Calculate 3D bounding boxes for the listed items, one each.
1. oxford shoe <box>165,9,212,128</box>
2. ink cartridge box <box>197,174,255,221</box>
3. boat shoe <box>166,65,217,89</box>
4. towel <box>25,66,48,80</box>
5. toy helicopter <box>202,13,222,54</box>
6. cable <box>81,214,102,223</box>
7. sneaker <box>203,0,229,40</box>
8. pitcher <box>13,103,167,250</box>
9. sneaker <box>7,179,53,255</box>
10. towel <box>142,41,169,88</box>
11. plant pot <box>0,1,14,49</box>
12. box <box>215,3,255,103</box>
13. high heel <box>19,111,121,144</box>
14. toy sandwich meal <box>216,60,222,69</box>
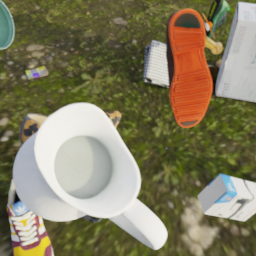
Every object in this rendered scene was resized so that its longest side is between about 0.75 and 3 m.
[{"bbox_3d":[1.350,-1.333,6.552,0.954,2.680,0.972,-6,22,-3],"label":"oxford shoe"},{"bbox_3d":[1.646,1.118,4.420,0.845,0.611,0.356,16,38,-21],"label":"ink cartridge box"},{"bbox_3d":[2.236,-2.045,10.665,2.276,0.821,0.819,-16,37,-15],"label":"boat shoe"},{"bbox_3d":[-3.663,-2.218,11.228,0.819,0.093,0.588,-19,50,-17],"label":"towel"},{"bbox_3d":[1.953,-2.339,7.228,1.326,0.877,0.523,22,39,-24],"label":"toy helicopter"},{"bbox_3d":[-1.185,1.319,7.565,2.397,0.609,1.956,24,51,21],"label":"cable"},{"bbox_3d":[3.039,-3.611,9.674,0.658,1.544,0.602,18,15,-25],"label":"sneaker"},{"bbox_3d":[-0.649,0.851,4.109,1.482,2.445,2.097,-42,99,-27],"label":"pitcher"},{"bbox_3d":[-2.356,2.226,6.407,0.867,1.043,2.315,-20,50,-18],"label":"sneaker"},{"bbox_3d":[1.049,-1.745,7.991,1.345,1.114,0.576,8,1,-22],"label":"towel"},{"bbox_3d":[-2.515,-1.787,4.853,0.582,0.869,0.869,0,45,18],"label":"plant pot"},{"bbox_3d":[4.560,-2.344,9.394,2.595,2.941,1.422,11,47,12],"label":"box"},{"bbox_3d":[-1.113,-0.106,6.165,2.435,1.736,0.869,-35,57,-23],"label":"high heel"},{"bbox_3d":[3.964,-2.485,11.370,0.849,0.291,0.849,-1,44,1],"label":"toy sandwich meal"}]
